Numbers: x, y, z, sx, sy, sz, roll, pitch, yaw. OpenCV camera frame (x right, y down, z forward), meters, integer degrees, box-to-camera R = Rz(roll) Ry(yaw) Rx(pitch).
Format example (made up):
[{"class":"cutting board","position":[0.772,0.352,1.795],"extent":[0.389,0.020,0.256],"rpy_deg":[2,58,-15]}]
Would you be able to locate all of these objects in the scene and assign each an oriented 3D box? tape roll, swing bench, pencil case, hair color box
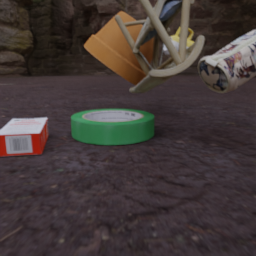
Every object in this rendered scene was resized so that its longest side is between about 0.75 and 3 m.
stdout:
[{"class":"tape roll","position":[-0.496,-0.101,9.165],"extent":[2.693,0.647,2.693],"rpy_deg":[0,14,0]},{"class":"swing bench","position":[0.859,-2.621,8.337],"extent":[1.783,2.748,2.734],"rpy_deg":[-13,2,-11]},{"class":"pencil case","position":[2.928,-1.808,6.768],"extent":[2.585,1.156,1.006],"rpy_deg":[-32,46,-11]},{"class":"hair color box","position":[-2.902,0.207,7.922],"extent":[1.092,0.629,1.968],"rpy_deg":[-3,15,-9]}]

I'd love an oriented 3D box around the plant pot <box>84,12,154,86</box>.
[{"class":"plant pot","position":[-0.084,-3.217,11.150],"extent":[2.777,1.944,2.777],"rpy_deg":[35,14,-10]}]

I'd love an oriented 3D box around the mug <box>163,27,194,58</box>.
[{"class":"mug","position":[2.320,-3.794,13.053],"extent":[1.248,1.520,1.218],"rpy_deg":[17,-21,-26]}]
